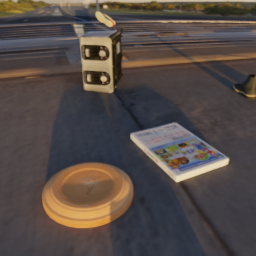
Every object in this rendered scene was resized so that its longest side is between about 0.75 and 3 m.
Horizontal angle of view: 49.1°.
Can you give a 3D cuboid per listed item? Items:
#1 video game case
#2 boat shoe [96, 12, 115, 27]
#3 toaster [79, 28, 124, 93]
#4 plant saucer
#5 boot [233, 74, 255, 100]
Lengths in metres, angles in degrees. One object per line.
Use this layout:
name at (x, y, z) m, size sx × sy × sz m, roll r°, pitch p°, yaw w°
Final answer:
video game case at (1.489, 0.628, 8.746) m, size 1.869 × 0.235 × 2.610 m, roll -13°, pitch 30°, yaw -24°
boat shoe at (-0.803, -3.829, 9.839) m, size 0.774 × 0.276 × 0.242 m, roll 39°, pitch 50°, yaw 11°
toaster at (-1.230, -3.452, 13.962) m, size 1.723 × 2.626 × 2.904 m, roll 5°, pitch 28°, yaw 9°
plant saucer at (-0.987, 1.503, 6.942) m, size 2.227 × 0.359 × 2.227 m, roll 0°, pitch 28°, yaw 0°
boot at (5.510, -2.094, 13.033) m, size 0.614 × 1.096 × 1.585 m, roll -6°, pitch 28°, yaw -12°
